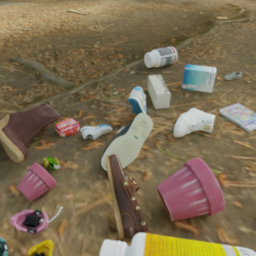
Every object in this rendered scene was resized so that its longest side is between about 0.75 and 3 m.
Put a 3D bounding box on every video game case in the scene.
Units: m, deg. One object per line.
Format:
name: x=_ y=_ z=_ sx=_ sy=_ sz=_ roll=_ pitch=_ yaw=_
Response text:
video game case: x=4.618 y=-0.445 z=11.233 sx=1.123 sy=0.141 sz=1.568 roll=-18 pitch=40 yaw=-24

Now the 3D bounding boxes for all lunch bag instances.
lunch bag: x=-2.252 y=0.012 z=10.460 sx=0.820 sy=0.336 sz=0.722 roll=-24 pitch=47 yaw=-30

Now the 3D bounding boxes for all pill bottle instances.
pill bottle: x=1.765 y=-3.824 z=15.248 sx=1.634 sy=0.947 sz=0.947 roll=-17 pitch=39 yaw=-23
pill bottle: x=0.900 y=2.906 z=5.221 sx=2.934 sy=1.603 sz=1.603 roll=7 pitch=36 yaw=6

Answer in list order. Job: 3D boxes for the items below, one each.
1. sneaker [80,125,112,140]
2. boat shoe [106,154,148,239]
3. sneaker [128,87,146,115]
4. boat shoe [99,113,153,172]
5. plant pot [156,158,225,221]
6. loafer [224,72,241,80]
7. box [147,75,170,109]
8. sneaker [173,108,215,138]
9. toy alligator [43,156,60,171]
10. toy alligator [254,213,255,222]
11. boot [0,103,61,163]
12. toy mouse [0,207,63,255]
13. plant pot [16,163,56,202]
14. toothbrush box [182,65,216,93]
sneaker: x=-1.125 y=0.211 z=10.179 sx=1.152 sy=0.432 sz=0.499 roll=-8 pitch=56 yaw=-12
boat shoe: x=-0.072 y=1.692 z=7.331 sx=0.790 sy=0.791 sz=2.246 roll=-14 pitch=63 yaw=-3
sneaker: x=0.442 y=-0.948 z=10.783 sx=0.613 sy=1.603 sz=0.647 roll=17 pitch=70 yaw=16
boat shoe: x=-0.107 y=0.562 z=9.408 sx=0.875 sy=0.929 sz=2.588 roll=-27 pitch=18 yaw=51
plant pot: x=1.527 y=1.695 z=7.263 sx=1.327 sy=1.483 sz=1.483 roll=-23 pitch=39 yaw=-5
loafer: x=5.283 y=-2.645 z=14.136 sx=0.961 sy=0.335 sz=0.336 roll=-13 pitch=38 yaw=-17
box: x=1.324 y=-1.609 z=12.353 sx=0.625 sy=0.752 sz=1.829 roll=-4 pitch=37 yaw=-6
sneaker: x=2.521 y=-0.120 z=10.283 sx=1.107 sy=0.706 sz=1.916 roll=20 pitch=39 yaw=31
toy alligator: x=-2.350 y=1.168 z=8.632 sx=0.435 sy=0.316 sz=1.313 roll=2 pitch=8 yaw=-25
toy alligator: x=3.533 y=2.087 z=7.217 sx=0.281 sy=0.847 sz=0.203 roll=27 pitch=-2 yaw=1
boot: x=-3.354 y=-0.015 z=9.733 sx=2.205 sy=0.959 sz=2.651 roll=-29 pitch=39 yaw=-26
toy mouse: x=-2.566 y=2.655 z=6.496 sx=2.044 sy=0.445 sz=2.300 roll=17 pitch=50 yaw=21
plant pot: x=-2.611 y=1.580 z=7.863 sx=0.902 sy=0.902 sz=0.808 roll=26 pitch=59 yaw=31
toothbrush box: x=3.292 y=-2.302 z=13.056 sx=1.415 sy=1.036 sz=0.603 roll=9 pitch=36 yaw=14
